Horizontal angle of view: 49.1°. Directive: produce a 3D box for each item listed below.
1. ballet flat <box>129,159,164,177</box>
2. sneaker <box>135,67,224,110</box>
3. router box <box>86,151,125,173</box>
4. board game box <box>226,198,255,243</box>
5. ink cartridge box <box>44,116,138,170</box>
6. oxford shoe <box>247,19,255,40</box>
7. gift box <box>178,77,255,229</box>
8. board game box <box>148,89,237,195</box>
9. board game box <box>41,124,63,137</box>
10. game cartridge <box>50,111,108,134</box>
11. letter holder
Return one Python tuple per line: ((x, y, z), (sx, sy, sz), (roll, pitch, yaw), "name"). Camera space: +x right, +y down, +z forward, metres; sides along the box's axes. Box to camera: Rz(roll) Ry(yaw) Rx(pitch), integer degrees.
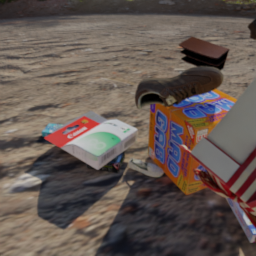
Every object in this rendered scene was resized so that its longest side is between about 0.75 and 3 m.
((0.618, 1.433, 10.222), (1.372, 0.492, 0.492), (13, 33, 21), "ballet flat")
((1.125, -0.795, 6.449), (2.071, 0.729, 0.782), (-7, 49, 29), "sneaker")
((-0.839, 1.203, 10.679), (1.260, 0.391, 0.944), (7, 31, 12), "router box")
((4.124, 2.537, 8.420), (1.757, 0.362, 1.753), (-3, 30, -5), "board game box")
((-1.480, 0.236, 11.067), (2.967, 0.743, 2.388), (27, 39, 28), "ink cartridge box")
((4.900, -3.437, 10.520), (0.444, 0.516, 1.222), (-6, 67, -41), "oxford shoe")
((2.943, 0.588, 6.033), (2.675, 2.707, 2.899), (42, 10, 33), "gift box")
((2.492, 0.269, 10.072), (2.592, 2.594, 2.592), (-14, 33, -23), "board game box")
((-3.235, 0.136, 12.648), (1.057, 0.248, 0.798), (6, 31, 9), "board game box")
((-1.917, 0.167, 12.184), (1.645, 0.487, 2.538), (26, 38, 27), "game cartridge")
((2.600, -2.549, 10.003), (1.521, 0.765, 1.081), (29, 45, 27), "letter holder")
